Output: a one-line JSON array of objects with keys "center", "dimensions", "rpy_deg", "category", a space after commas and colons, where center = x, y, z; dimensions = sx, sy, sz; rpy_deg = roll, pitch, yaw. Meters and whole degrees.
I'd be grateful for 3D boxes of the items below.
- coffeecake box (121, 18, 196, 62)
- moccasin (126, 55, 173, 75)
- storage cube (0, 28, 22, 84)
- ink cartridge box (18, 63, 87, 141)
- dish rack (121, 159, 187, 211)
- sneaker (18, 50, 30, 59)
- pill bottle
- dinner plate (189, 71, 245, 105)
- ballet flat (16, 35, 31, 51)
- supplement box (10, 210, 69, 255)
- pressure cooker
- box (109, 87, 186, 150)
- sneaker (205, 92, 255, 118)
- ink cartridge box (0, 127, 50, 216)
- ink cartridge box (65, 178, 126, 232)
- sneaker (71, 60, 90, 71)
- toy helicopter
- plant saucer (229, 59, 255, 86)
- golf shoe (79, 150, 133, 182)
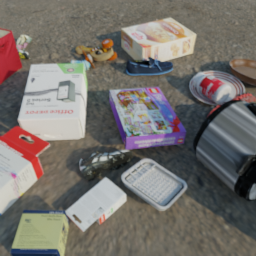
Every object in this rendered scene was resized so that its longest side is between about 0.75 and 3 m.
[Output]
[{"center": [1.425, -4.274, 13.799], "dimensions": [2.905, 1.061, 2.229], "rpy_deg": [-20, 48, -19], "category": "coffeecake box"}, {"center": [0.967, -2.763, 12.384], "dimensions": [2.096, 0.715, 0.843], "rpy_deg": [-7, 33, -5], "category": "moccasin"}, {"center": [-6.005, -3.130, 12.097], "dimensions": [2.030, 1.825, 1.735], "rpy_deg": [16, 47, 15], "category": "storage cube"}, {"center": [-2.594, -1.001, 10.147], "dimensions": [2.020, 1.166, 2.776], "rpy_deg": [-2, 52, -2], "category": "ink cartridge box"}, {"center": [0.734, 1.657, 8.123], "dimensions": [1.624, 0.354, 1.394], "rpy_deg": [31, 39, 27], "category": "dish rack"}, {"center": [-5.127, -3.467, 13.538], "dimensions": [0.970, 0.361, 0.410], "rpy_deg": [23, 54, 34], "category": "sneaker"}, {"center": [3.272, -1.618, 11.103], "dimensions": [0.801, 0.801, 1.426], "rpy_deg": [-25, 48, -23], "category": "pill bottle"}, {"center": [3.646, -1.603, 11.590], "dimensions": [2.209, 0.268, 2.209], "rpy_deg": [-1, 47, 1], "category": "dinner plate"}, {"center": [-5.367, -4.409, 14.301], "dimensions": [0.507, 0.522, 1.468], "rpy_deg": [-9, 42, 16], "category": "ballet flat"}, {"center": [-2.120, 2.696, 6.924], "dimensions": [1.089, 0.731, 1.088], "rpy_deg": [0, 44, 0], "category": "supplement box"}, {"center": [3.466, 0.738, 7.852], "dimensions": [2.300, 2.336, 2.616], "rpy_deg": [-31, 50, -14], "category": "pressure cooker"}, {"center": [0.554, -0.451, 9.850], "dimensions": [1.975, 0.564, 2.886], "rpy_deg": [-5, 38, -12], "category": "box"}, {"center": [3.910, -0.550, 10.159], "dimensions": [2.178, 0.770, 1.064], "rpy_deg": [-24, 61, -20], "category": "sneaker"}, {"center": [-3.696, 1.311, 8.189], "dimensions": [1.606, 0.930, 2.764], "rpy_deg": [24, 49, 23], "category": "ink cartridge box"}, {"center": [-0.877, 2.154, 7.730], "dimensions": [0.838, 0.387, 1.539], "rpy_deg": [34, 55, 30], "category": "ink cartridge box"}, {"center": [-2.118, -2.636, 12.524], "dimensions": [0.862, 0.525, 1.320], "rpy_deg": [-7, 46, -5], "category": "sneaker"}, {"center": [-1.747, -3.569, 13.452], "dimensions": [2.219, 0.875, 1.468], "rpy_deg": [19, 56, 33], "category": "toy helicopter"}, {"center": [5.506, -2.332, 12.021], "dimensions": [2.431, 0.419, 2.431], "rpy_deg": [6, 35, -4], "category": "plant saucer"}, {"center": [-0.700, 0.958, 8.752], "dimensions": [1.737, 0.675, 0.821], "rpy_deg": [-18, 43, -23], "category": "golf shoe"}]
